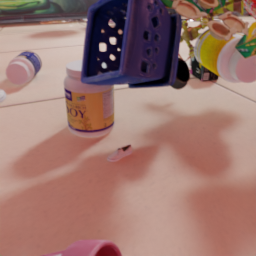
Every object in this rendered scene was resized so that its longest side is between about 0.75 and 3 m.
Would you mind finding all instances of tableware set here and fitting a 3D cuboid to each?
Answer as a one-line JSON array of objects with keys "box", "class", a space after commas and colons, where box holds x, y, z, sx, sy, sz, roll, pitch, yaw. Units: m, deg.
[{"box": [1.651, -2.207, 5.470, 1.549, 0.180, 1.294, 41, 52, 10], "class": "tableware set"}]

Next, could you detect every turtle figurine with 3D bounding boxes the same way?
[{"box": [2.932, -4.360, 12.672, 1.928, 2.390, 0.770, -14, -16, 27], "class": "turtle figurine"}, {"box": [3.413, -4.680, 11.056, 2.079, 0.830, 2.578, -6, 31, 28], "class": "turtle figurine"}]

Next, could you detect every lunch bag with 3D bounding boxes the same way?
[{"box": [5.584, -5.314, 12.172, 1.486, 0.691, 1.687, 19, 35, -47], "class": "lunch bag"}]

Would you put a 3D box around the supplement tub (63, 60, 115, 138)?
[{"box": [-1.306, -1.020, 9.572, 1.677, 2.306, 1.677, 0, 28, 0], "class": "supplement tub"}]

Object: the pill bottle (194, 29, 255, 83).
[{"box": [3.674, -2.639, 10.196, 1.610, 1.610, 2.948, -5, 29, -9], "class": "pill bottle"}]

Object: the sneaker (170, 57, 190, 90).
[{"box": [1.133, -2.310, 9.039, 2.395, 0.896, 1.272, 45, 0, 1], "class": "sneaker"}]

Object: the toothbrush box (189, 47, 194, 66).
[{"box": [5.405, -4.427, 17.147, 2.057, 1.198, 2.809, 23, 36, 36], "class": "toothbrush box"}]

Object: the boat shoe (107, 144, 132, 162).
[{"box": [-0.259, 0.731, 8.437, 0.902, 0.295, 0.332, -25, 37, -38], "class": "boat shoe"}]

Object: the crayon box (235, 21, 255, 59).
[{"box": [3.963, -2.664, 7.664, 1.083, 0.531, 1.823, -52, 15, -15], "class": "crayon box"}]

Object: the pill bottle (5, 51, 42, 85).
[{"box": [-5.410, -3.129, 14.578, 1.338, 1.338, 2.311, -1, 28, -1], "class": "pill bottle"}]

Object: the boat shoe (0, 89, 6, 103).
[{"box": [-5.797, -1.379, 12.046, 0.702, 0.624, 1.909, -3, 28, -6], "class": "boat shoe"}]

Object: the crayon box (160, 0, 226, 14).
[{"box": [1.452, -3.803, 7.828, 2.265, 0.660, 1.345, 25, 41, 28], "class": "crayon box"}]

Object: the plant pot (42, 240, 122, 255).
[{"box": [-0.994, 2.478, 3.869, 1.578, 1.763, 1.763, -8, 25, 18], "class": "plant pot"}]

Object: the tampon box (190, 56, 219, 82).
[{"box": [4.123, -3.291, 15.091, 0.954, 1.133, 1.511, -7, 29, -13], "class": "tampon box"}]

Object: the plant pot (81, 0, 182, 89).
[{"box": [0.154, -2.234, 7.792, 2.064, 2.296, 2.296, 8, -1, -36], "class": "plant pot"}]
